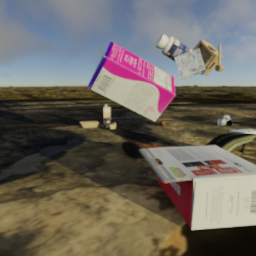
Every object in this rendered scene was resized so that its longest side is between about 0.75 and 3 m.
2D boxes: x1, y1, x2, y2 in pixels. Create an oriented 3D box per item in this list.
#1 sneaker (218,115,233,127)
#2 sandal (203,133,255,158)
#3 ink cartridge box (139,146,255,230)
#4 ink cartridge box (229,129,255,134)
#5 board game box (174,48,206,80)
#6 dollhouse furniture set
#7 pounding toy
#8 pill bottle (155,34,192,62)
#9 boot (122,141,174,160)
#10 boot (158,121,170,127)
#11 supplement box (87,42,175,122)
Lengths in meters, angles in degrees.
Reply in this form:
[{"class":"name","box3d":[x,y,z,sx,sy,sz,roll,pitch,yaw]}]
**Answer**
[{"class":"sneaker","box3d":[6.079,-0.353,17.081,0.789,0.552,1.366,12,21,37]},{"class":"sandal","box3d":[3.206,0.791,9.365,2.832,0.808,1.125,-22,11,-20]},{"class":"ink cartridge box","box3d":[1.449,1.143,6.125,2.120,1.013,2.415,-1,9,-8]},{"class":"ink cartridge box","box3d":[5.424,0.329,12.966,1.256,0.426,0.723,-3,10,-18]},{"class":"board game box","box3d":[2.308,-2.375,10.482,0.977,0.982,0.213,-17,-26,18]},{"class":"dollhouse furniture set","box3d":[-1.789,-0.641,16.112,1.873,1.329,1.484,-3,10,-19]},{"class":"pounding toy","box3d":[3.681,-3.014,12.265,0.800,1.536,1.748,1,48,-41]},{"class":"pill bottle","box3d":[1.889,-3.295,11.744,1.422,0.789,0.789,28,4,-13]},{"class":"boot","box3d":[0.750,0.699,10.368,1.521,0.553,1.616,5,10,29]},{"class":"boot","box3d":[2.087,-0.292,17.107,0.651,0.321,0.838,7,11,37]},{"class":"supplement box","box3d":[0.162,-1.524,9.387,2.568,1.299,1.327,27,36,-12]}]
